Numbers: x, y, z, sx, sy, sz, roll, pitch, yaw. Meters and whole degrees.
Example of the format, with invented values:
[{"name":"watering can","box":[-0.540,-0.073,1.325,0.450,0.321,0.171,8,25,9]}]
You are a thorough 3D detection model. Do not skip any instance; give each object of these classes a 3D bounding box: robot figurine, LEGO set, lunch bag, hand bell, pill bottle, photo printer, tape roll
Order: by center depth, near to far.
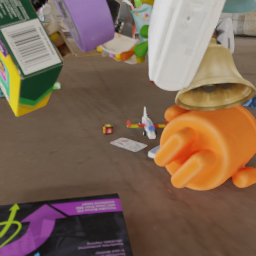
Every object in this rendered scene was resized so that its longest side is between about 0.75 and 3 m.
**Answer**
[{"name":"photo printer","box":[0.830,-1.871,4.584,0.734,1.758,2.113,11,38,-6]},{"name":"hand bell","box":[1.426,-1.688,5.057,1.302,2.500,1.302,-1,-15,0]},{"name":"robot figurine","box":[1.769,0.325,5.927,1.952,1.582,2.713,14,24,41]},{"name":"tape roll","box":[-1.098,-2.781,6.506,0.803,1.891,1.891,-28,27,-7]},{"name":"LEGO set","box":[0.673,0.101,7.761,2.745,0.674,2.051,15,23,34]},{"name":"lunch bag","box":[1.231,-3.407,9.511,1.183,1.941,1.653,9,43,49]},{"name":"pill bottle","box":[-3.294,-4.675,10.601,0.418,0.418,0.750,-22,65,-44]}]

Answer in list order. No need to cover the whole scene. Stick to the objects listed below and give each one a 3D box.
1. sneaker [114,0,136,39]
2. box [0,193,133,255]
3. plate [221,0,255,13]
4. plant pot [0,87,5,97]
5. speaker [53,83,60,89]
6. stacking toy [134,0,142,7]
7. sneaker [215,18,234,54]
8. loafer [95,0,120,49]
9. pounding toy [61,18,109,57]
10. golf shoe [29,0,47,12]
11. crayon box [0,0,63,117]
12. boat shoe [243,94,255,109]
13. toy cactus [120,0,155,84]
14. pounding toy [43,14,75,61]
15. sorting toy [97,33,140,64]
[{"name":"sneaker","box":[-0.181,-3.391,9.703,0.770,1.880,0.724,-16,31,-24]},{"name":"box","box":[-0.931,1.890,3.323,2.098,0.530,2.934,-4,23,-10]},{"name":"plate","box":[2.859,-4.012,8.644,2.301,0.294,2.301,13,11,-3]},{"name":"plant pot","box":[-5.580,-1.962,12.447,1.088,1.087,1.539,-6,26,-15]},{"name":"speaker","box":[-3.681,-2.026,13.539,0.787,0.348,0.348,-4,22,-12]},{"name":"stacking toy","box":[1.408,-4.373,10.875,1.636,2.170,0.510,-34,28,-7]},{"name":"sneaker","box":[1.825,-1.961,6.810,1.253,0.831,2.202,1,42,30]},{"name":"loafer","box":[-0.909,-3.593,10.086,0.944,0.918,2.586,21,55,4]},{"name":"pounding toy","box":[-1.566,-3.435,10.912,2.501,1.434,1.430,28,2,-35]},{"name":"golf shoe","box":[-3.237,-3.600,7.941,2.438,1.152,0.948,-37,10,8]},{"name":"crayon box","box":[-2.524,-1.923,5.664,0.846,2.903,2.505,-28,0,-25]},{"name":"boat shoe","box":[4.906,-1.054,10.517,1.757,0.739,0.603,17,21,42]},{"name":"toy cactus","box":[0.731,-2.064,6.375,1.321,2.583,2.131,-14,35,-23]},{"name":"pounding toy","box":[-2.707,-2.969,9.961,1.183,1.179,2.062,-29,-3,-2]},{"name":"sorting toy","box":[-0.232,-2.308,8.479,1.330,0.711,1.197,26,-1,22]}]
